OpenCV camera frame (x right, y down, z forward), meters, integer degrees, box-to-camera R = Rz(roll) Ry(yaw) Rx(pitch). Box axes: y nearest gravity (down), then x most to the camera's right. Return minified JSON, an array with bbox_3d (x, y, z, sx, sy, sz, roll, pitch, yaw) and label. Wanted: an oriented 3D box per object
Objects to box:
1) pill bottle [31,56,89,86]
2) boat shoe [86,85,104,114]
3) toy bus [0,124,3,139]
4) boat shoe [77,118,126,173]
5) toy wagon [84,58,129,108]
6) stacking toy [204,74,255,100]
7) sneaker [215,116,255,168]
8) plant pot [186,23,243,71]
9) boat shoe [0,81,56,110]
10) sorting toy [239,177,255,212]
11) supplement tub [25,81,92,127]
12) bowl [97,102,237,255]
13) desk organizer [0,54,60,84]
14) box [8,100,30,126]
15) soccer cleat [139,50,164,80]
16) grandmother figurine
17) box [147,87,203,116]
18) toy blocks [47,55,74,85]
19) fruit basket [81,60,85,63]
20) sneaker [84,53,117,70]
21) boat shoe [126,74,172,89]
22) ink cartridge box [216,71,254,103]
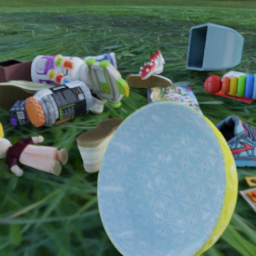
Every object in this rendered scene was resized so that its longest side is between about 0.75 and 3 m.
[{"bbox_3d":[-2.738,-2.363,12.162,2.523,1.417,1.417,6,29,10],"label":"pill bottle"},{"bbox_3d":[-1.499,-1.303,10.560,0.679,0.612,1.883,-6,42,-43],"label":"boat shoe"},{"bbox_3d":[-5.071,0.376,7.237,2.609,1.770,2.505,3,45,9],"label":"toy bus"},{"bbox_3d":[-0.435,0.359,7.819,1.025,0.923,2.842,2,16,23],"label":"boat shoe"},{"bbox_3d":[-0.717,-1.605,10.243,2.311,1.793,0.457,20,47,41],"label":"toy wagon"},{"bbox_3d":[4.517,-1.667,11.385,2.739,1.169,1.169,4,29,19],"label":"stacking toy"},{"bbox_3d":[2.947,0.329,7.372,2.798,1.336,1.109,-10,34,-17],"label":"sneaker"},{"bbox_3d":[4.380,-3.869,13.894,2.152,2.107,2.112,2,14,-11],"label":"plant pot"},{"bbox_3d":[-3.763,-1.279,10.614,2.849,1.039,0.896,-2,27,-12],"label":"boat shoe"},{"bbox_3d":[3.140,1.592,6.240,0.982,0.238,1.745,-7,29,-12],"label":"sorting toy"},{"bbox_3d":[-2.338,-0.803,9.537,2.014,1.234,1.234,-24,37,-38],"label":"supplement tub"},{"bbox_3d":[0.880,1.047,5.332,1.530,2.844,2.844,18,12,-42],"label":"bowl"},{"bbox_3d":[-4.543,-2.640,12.931,1.072,1.151,2.990,21,35,33],"label":"desk organizer"},{"bbox_3d":[-3.670,-0.539,9.718,0.512,0.590,0.965,-1,29,0],"label":"box"},{"bbox_3d":[1.076,-2.521,11.807,0.659,0.818,1.921,-16,34,37],"label":"soccer cleat"},{"bbox_3d":[-2.727,0.671,7.484,2.162,0.655,1.311,9,36,14],"label":"grandmother figurine"},{"bbox_3d":[1.624,-0.846,10.385,1.762,0.486,2.579,1,29,2],"label":"box"},{"bbox_3d":[-2.449,-2.165,10.924,1.333,1.111,0.484,28,2,32],"label":"toy blocks"},{"bbox_3d":[-1.729,-2.746,13.397,1.518,0.712,1.406,13,27,3],"label":"fruit basket"},{"bbox_3d":[-1.487,-3.206,14.220,1.335,0.934,2.311,-18,19,-18],"label":"sneaker"},{"bbox_3d":[0.985,-2.065,12.327,2.090,0.740,0.724,14,27,20],"label":"boat shoe"},{"bbox_3d":[4.856,-1.837,12.175,1.755,0.546,2.181,22,34,34],"label":"ink cartridge box"}]
